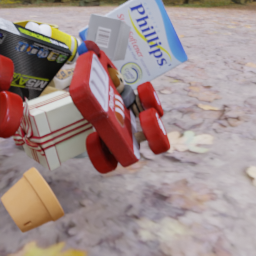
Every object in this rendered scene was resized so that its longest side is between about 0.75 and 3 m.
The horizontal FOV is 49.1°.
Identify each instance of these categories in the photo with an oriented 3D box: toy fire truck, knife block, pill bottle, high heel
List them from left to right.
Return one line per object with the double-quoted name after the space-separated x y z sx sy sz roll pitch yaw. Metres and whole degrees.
-3.174 -0.359 5.150 1.411 2.113 2.516 17 38 -47 "toy fire truck"
-3.745 -1.460 12.562 2.402 0.769 2.109 -6 32 -9 "knife block"
-2.893 -3.209 10.658 1.991 1.120 1.120 13 15 -44 "pill bottle"
-3.658 -2.644 14.195 2.951 1.054 2.103 9 34 -18 "high heel"
-0.304 -0.568 5.612 1.504 2.253 2.683 -21 35 13 "toy fire truck"

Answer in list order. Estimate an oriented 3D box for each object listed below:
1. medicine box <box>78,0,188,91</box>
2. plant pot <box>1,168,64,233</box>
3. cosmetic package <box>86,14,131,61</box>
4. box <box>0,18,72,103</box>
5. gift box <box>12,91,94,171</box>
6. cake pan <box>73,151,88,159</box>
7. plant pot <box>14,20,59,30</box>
0.161 -2.787 9.521 2.770 2.523 1.426 -29 16 6 "medicine box"
-1.503 1.158 4.316 0.637 0.910 0.910 -32 42 -26 "plant pot"
-0.473 -2.303 7.307 0.838 0.993 1.859 13 14 2 "cosmetic package"
-3.240 -1.584 7.700 0.628 2.551 2.641 53 23 20 "box"
-1.953 -0.101 6.854 1.593 1.706 1.575 -29 25 -35 "gift box"
-1.628 0.607 9.557 1.219 0.224 1.219 0 30 0 "cake pan"
-4.272 -3.169 11.882 2.118 2.181 2.132 23 39 32 "plant pot"
